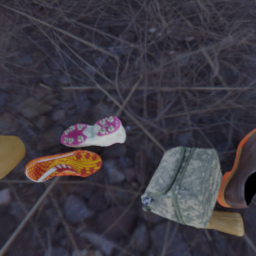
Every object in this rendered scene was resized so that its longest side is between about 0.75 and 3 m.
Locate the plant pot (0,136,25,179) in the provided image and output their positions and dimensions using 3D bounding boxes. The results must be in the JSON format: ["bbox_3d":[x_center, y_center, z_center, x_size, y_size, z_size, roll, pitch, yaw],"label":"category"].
[{"bbox_3d":[-3.788,0.807,7.895,1.491,1.491,1.600,33,31,17],"label":"plant pot"}]

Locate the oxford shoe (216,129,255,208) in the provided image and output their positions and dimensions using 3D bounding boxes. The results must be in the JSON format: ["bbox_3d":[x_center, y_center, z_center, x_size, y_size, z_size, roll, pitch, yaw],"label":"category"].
[{"bbox_3d":[3.782,1.164,8.322,1.042,1.062,2.928,42,70,-19],"label":"oxford shoe"}]

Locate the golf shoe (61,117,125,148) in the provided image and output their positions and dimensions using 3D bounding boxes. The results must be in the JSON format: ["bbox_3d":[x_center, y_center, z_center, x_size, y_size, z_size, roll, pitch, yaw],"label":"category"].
[{"bbox_3d":[-1.125,0.337,9.141,2.232,1.021,0.840,-10,54,22],"label":"golf shoe"}]

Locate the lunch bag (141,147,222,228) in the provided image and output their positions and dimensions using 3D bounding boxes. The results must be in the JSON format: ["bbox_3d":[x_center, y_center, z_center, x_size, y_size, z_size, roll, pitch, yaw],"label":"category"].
[{"bbox_3d":[1.483,1.562,7.805,1.730,1.437,2.062,1,43,34],"label":"lunch bag"}]

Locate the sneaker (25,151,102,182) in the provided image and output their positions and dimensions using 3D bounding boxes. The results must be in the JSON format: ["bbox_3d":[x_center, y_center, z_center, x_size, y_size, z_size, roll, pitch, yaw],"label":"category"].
[{"bbox_3d":[-1.950,1.079,8.594,2.333,0.900,0.851,-1,96,-25],"label":"sneaker"}]

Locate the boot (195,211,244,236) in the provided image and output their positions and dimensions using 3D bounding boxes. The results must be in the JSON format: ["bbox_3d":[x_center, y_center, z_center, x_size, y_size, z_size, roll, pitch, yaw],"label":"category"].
[{"bbox_3d":[2.592,2.487,8.186,1.341,0.444,1.174,8,56,-2],"label":"boot"}]
